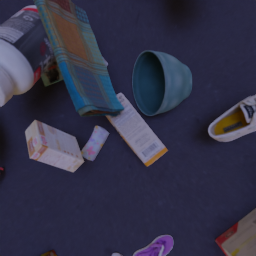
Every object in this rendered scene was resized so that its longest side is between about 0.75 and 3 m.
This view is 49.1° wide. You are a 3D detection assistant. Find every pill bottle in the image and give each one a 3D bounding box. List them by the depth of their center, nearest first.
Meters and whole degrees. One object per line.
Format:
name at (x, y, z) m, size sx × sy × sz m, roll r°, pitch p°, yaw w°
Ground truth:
pill bottle at (-2.512, -1.615, 6.304) m, size 1.354 × 1.354 × 2.445 m, roll 22°, pitch 50°, yaw 2°

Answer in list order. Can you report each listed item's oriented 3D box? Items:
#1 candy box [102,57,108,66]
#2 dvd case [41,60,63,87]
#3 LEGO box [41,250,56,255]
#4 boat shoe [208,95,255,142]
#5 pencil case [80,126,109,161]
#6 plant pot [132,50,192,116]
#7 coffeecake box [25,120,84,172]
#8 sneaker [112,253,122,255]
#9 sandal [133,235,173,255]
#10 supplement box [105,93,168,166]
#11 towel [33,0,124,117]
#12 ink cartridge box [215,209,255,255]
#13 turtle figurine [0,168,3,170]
candy box at (-1.201, -1.717, 8.429) m, size 1.096 × 0.747 × 0.334 m, roll -46°, pitch 129°, yaw -4°
dvd case at (-2.460, -1.818, 8.765) m, size 0.649 × 0.098 × 0.888 m, roll -22°, pitch 84°, yaw -2°
LEGO box at (-2.599, 4.305, 7.903) m, size 1.413 × 0.545 × 1.052 m, roll -25°, pitch 85°, yaw -2°
boat shoe at (2.928, -0.361, 6.553) m, size 2.324 × 0.811 × 0.824 m, roll -30°, pitch 69°, yaw 32°
pencil case at (-1.001, 0.452, 8.357) m, size 0.481 × 0.441 × 1.061 m, roll 28°, pitch 85°, yaw 3°
plant pot at (1.053, -1.292, 8.025) m, size 1.200 × 1.791 × 1.791 m, roll -8°, pitch 84°, yaw -27°
coffeecake box at (-1.674, 0.424, 6.373) m, size 0.423 × 1.157 × 0.888 m, roll -46°, pitch 44°, yaw 16°
sneaker at (-0.197, 4.056, 7.922) m, size 0.367 × 0.562 × 0.978 m, roll -24°, pitch 85°, yaw -2°
sandal at (0.756, 3.591, 8.091) m, size 1.315 × 0.323 × 0.535 m, roll -31°, pitch 85°, yaw -3°
supplement box at (0.159, 0.080, 7.978) m, size 0.743 × 1.273 × 2.020 m, roll -38°, pitch 85°, yaw -2°
towel at (-1.022, -1.638, 6.180) m, size 0.317 × 2.146 × 2.926 m, roll -23°, pitch 86°, yaw 18°
ink cartridge box at (3.543, 3.068, 7.071) m, size 1.775 × 2.446 × 1.020 m, roll -35°, pitch 85°, yaw -3°
turtle figurine at (-4.739, 1.282, 7.847) m, size 2.601 × 1.310 × 1.947 m, roll 25°, pitch 67°, yaw 19°
